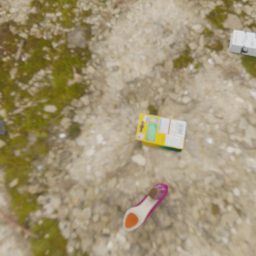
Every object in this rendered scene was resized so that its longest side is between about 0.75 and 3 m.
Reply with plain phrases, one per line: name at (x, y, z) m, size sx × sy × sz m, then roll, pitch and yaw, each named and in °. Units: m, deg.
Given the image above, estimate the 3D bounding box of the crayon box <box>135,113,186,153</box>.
crayon box at (1.193, 0.177, 10.377) m, size 1.752 × 0.452 × 1.102 m, roll 12°, pitch 67°, yaw -1°

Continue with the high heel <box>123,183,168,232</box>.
high heel at (0.615, 2.618, 9.131) m, size 1.947 × 0.936 × 0.656 m, roll -51°, pitch 63°, yaw 17°

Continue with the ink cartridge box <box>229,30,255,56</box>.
ink cartridge box at (5.140, -3.723, 12.315) m, size 1.205 × 0.505 × 0.874 m, roll 12°, pitch 65°, yaw 6°
